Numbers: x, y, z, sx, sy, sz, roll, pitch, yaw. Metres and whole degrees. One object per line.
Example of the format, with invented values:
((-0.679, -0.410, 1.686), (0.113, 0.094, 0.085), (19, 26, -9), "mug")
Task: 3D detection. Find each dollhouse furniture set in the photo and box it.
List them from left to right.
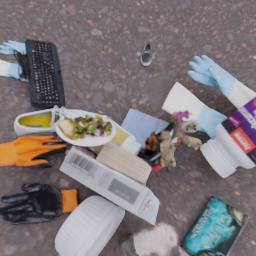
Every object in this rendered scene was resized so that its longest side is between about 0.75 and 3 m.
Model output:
((0.035, 0.130, 7.548), (2.555, 1.766, 2.706), (24, 64, 12), "dollhouse furniture set")

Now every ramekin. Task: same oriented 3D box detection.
((-0.892, 2.343, 6.402), (0.809, 1.737, 1.737), (34, 67, 17), "ramekin")

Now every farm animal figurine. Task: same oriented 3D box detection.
((1.150, 0.244, 6.831), (1.354, 0.681, 1.094), (-39, 97, 9), "farm animal figurine")

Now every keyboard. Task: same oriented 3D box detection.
((-2.885, -1.908, 9.097), (1.438, 0.548, 2.764), (-4, 61, -24), "keyboard")

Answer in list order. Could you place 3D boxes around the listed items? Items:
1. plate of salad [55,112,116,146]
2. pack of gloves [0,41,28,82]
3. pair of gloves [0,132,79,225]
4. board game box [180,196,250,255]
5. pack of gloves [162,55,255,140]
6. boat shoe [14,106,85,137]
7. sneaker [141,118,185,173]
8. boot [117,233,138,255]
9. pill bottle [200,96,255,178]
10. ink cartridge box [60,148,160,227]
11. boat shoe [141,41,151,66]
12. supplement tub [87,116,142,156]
((-0.949, -0.056, 6.363), (1.358, 0.326, 1.358), (7, 33, -5), "plate of salad")
((-3.835, -2.426, 9.701), (1.884, 0.372, 1.583), (13, 62, 7), "pack of gloves")
((-2.438, 1.300, 7.443), (2.111, 0.293, 2.370), (-10, 81, -8), "pair of gloves")
((2.152, 2.574, 6.951), (1.050, 0.219, 1.553), (26, 64, 34), "board game box")
((2.582, -0.775, 7.958), (2.625, 0.518, 2.205), (33, 71, -8), "pack of gloves")
((-2.039, -0.244, 7.940), (2.253, 0.961, 0.832), (-3, 72, -20), "boat shoe")
((0.902, 0.353, 7.356), (0.787, 0.569, 1.611), (37, 84, -27), "sneaker")
((0.065, 2.862, 6.563), (0.345, 1.019, 0.665), (-35, 71, -3), "boot")
((3.117, 0.143, 7.062), (2.468, 1.375, 1.375), (-41, 65, 17), "pill bottle")
((-0.159, 1.421, 6.267), (1.930, 2.379, 0.596), (24, 78, 26), "ink cartridge box")
((0.637, -2.625, 9.815), (0.349, 0.343, 0.968), (4, 62, 2), "boat shoe")
((-0.415, 0.409, 7.521), (1.359, 0.983, 0.983), (37, 68, 9), "supplement tub")
